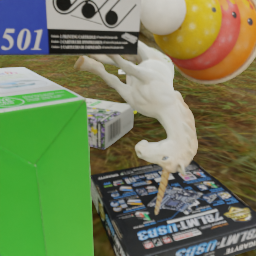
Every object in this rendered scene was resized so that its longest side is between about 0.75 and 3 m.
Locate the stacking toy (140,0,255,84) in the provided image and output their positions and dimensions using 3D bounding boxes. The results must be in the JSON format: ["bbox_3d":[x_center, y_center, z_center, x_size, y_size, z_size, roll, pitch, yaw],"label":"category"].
[{"bbox_3d":[1.029,-1.653,4.594,1.876,1.876,2.567,14,16,32],"label":"stacking toy"}]

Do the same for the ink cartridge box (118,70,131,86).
[{"bbox_3d":[0.451,-2.331,12.941,1.790,0.607,1.038,-1,22,-2],"label":"ink cartridge box"}]

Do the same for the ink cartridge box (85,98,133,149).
[{"bbox_3d":[-1.486,-0.301,7.665,2.910,0.733,1.585,11,24,23],"label":"ink cartridge box"}]

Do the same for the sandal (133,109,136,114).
[{"bbox_3d":[-0.121,-0.591,8.924,0.868,0.378,0.345,-18,30,-34],"label":"sandal"}]

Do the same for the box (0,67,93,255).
[{"bbox_3d":[-1.379,0.599,3.325,1.117,2.310,2.038,-13,24,-31],"label":"box"}]

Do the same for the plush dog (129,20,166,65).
[{"bbox_3d":[1.253,-2.806,7.434,2.500,2.335,2.911,-13,15,43],"label":"plush dog"}]

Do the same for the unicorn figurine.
[{"bbox_3d":[0.156,-0.442,3.054,1.464,0.787,2.131,34,45,-14],"label":"unicorn figurine"}]

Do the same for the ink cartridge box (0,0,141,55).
[{"bbox_3d":[-0.515,-0.801,1.920,1.216,0.572,0.269,-6,24,-21],"label":"ink cartridge box"}]

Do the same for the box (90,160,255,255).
[{"bbox_3d":[0.603,1.201,4.274,1.997,0.496,1.982,-8,24,-19],"label":"box"}]
